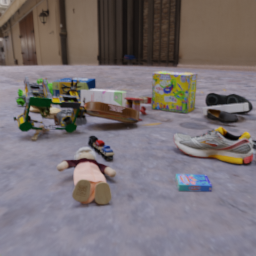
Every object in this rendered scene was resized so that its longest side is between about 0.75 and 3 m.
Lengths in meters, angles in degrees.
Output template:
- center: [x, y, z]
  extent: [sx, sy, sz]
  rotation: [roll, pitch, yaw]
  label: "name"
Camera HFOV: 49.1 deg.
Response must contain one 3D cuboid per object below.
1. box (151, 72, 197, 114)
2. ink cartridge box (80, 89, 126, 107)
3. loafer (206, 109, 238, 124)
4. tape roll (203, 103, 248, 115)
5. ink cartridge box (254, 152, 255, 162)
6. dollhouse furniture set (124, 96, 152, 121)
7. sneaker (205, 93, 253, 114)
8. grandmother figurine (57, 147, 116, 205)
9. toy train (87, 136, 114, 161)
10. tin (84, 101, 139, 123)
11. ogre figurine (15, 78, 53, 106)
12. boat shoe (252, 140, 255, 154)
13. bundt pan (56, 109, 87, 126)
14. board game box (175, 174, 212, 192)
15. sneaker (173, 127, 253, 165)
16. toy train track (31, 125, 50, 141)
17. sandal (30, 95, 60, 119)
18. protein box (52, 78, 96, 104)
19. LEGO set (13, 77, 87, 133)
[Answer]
- center: [2.357, -1.876, 14.427]
  extent: [1.980, 1.907, 1.208]
  rotation: [11, 20, 31]
  label: "box"
- center: [-1.181, -1.190, 13.220]
  extent: [2.049, 1.200, 0.690]
  rotation: [7, 13, 15]
  label: "ink cartridge box"
- center: [3.915, -0.505, 11.731]
  extent: [1.330, 0.484, 0.481]
  rotation: [11, -21, 31]
  label: "loafer"
- center: [4.464, -0.863, 12.870]
  extent: [2.004, 0.366, 2.004]
  rotation: [-6, 2, 0]
  label: "tape roll"
- center: [4.096, 0.897, 7.433]
  extent: [0.972, 0.564, 1.348]
  rotation: [1, 17, 4]
  label: "ink cartridge box"
- center: [0.589, -0.911, 12.943]
  extent: [0.759, 1.004, 1.866]
  rotation: [12, 14, 35]
  label: "dollhouse furniture set"
- center: [5.294, -1.320, 14.429]
  extent: [1.167, 0.976, 2.571]
  rotation: [0, 17, -37]
  label: "sneaker"
- center: [-1.032, 1.058, 6.856]
  extent: [1.403, 0.701, 2.314]
  rotation: [20, 9, -14]
  label: "grandmother figurine"
- center: [-0.866, 0.583, 8.746]
  extent: [0.302, 0.406, 1.773]
  rotation: [-3, 16, -28]
  label: "toy train"
- center: [-0.669, -0.625, 11.468]
  extent: [2.341, 0.490, 1.311]
  rotation: [11, -13, -17]
  label: "tin"
- center: [-5.168, -2.063, 16.345]
  extent: [1.683, 1.377, 2.806]
  rotation: [-14, -2, 14]
  label: "ogre figurine"
- center: [4.374, 0.642, 8.507]
  extent: [1.302, 0.445, 0.481]
  rotation: [15, 22, 42]
  label: "boat shoe"
- center: [-2.482, -0.484, 12.141]
  extent: [1.385, 0.520, 1.385]
  rotation: [1, 17, 0]
  label: "bundt pan"
- center: [1.556, 1.313, 6.720]
  extent: [0.764, 0.172, 0.581]
  rotation: [1, 16, 1]
  label: "board game box"
- center: [2.535, 0.382, 8.464]
  extent: [2.354, 0.967, 0.916]
  rotation: [7, 18, 26]
  label: "sneaker"
- center: [-3.351, 0.228, 10.414]
  extent: [0.722, 0.205, 1.258]
  rotation: [7, 22, -5]
  label: "toy train track"
- center: [-4.193, -1.262, 13.926]
  extent: [1.138, 1.021, 3.103]
  rotation: [-12, 20, -36]
  label: "sandal"
- center: [-3.096, -2.152, 16.378]
  extent: [1.972, 1.330, 1.957]
  rotation: [3, 17, 9]
  label: "protein box"
- center: [-2.939, -0.898, 10.392]
  extent: [2.530, 1.946, 1.466]
  rotation: [-4, 44, -25]
  label: "LEGO set"
